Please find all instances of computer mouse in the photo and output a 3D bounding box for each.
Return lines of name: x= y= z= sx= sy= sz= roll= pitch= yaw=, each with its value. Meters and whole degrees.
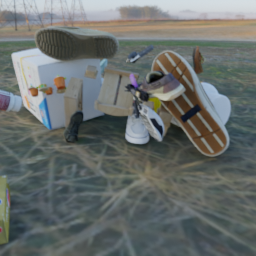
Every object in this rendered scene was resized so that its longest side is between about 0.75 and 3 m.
computer mouse: x=0.489 y=-0.351 z=6.659 sx=0.341 sy=1.555 sz=0.853 roll=-38 pitch=30 yaw=-13

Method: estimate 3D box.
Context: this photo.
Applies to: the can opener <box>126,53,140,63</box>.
can opener: x=0.220 y=-3.172 z=12.436 sx=0.375 sy=0.470 sz=1.406 roll=1 pitch=-2 yaw=-11

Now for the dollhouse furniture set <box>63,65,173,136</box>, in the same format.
dollhouse furniture set: x=-0.231 y=-0.685 z=7.984 sx=2.837 sy=1.256 sz=1.471 roll=10 pitch=50 yaw=-2

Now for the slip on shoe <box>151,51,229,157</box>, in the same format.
slip on shoe: x=1.555 y=-0.612 z=7.004 sx=1.079 sy=2.838 sz=0.860 roll=-37 pitch=-11 yaw=19

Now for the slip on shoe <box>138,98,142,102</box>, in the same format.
slip on shoe: x=1.276 y=-1.246 z=10.771 sx=0.907 sy=0.723 sz=2.385 roll=-15 pitch=26 yaw=-33

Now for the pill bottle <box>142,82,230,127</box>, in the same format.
pill bottle: x=1.713 y=-0.782 z=8.592 sx=1.462 sy=1.462 sz=2.676 roll=-13 pitch=26 yaw=-30

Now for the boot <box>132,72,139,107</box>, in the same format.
boot: x=0.001 y=-1.230 z=9.983 sx=0.557 sy=1.401 sz=1.610 roll=-22 pitch=-4 yaw=41

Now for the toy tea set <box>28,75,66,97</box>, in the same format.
toy tea set: x=-2.123 y=-1.128 z=7.432 sx=1.026 sy=0.380 sz=0.610 roll=-12 pitch=-12 yaw=-24

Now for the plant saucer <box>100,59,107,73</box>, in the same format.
plant saucer: x=-1.609 y=-2.862 z=14.393 sx=1.797 sy=0.346 sz=1.797 roll=-41 pitch=19 yaw=17

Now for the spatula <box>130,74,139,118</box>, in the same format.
spatula: x=0.166 y=-0.743 z=6.643 sx=0.107 sy=1.043 sz=0.295 roll=-6 pitch=0 yaw=-17

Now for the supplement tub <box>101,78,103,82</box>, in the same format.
supplement tub: x=-1.134 y=-1.427 z=10.470 sx=0.882 sy=0.882 sz=1.213 roll=-17 pitch=21 yaw=-37

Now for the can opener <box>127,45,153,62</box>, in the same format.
can opener: x=0.445 y=-2.785 z=10.342 sx=1.006 sy=0.336 sz=0.268 roll=-31 pitch=26 yaw=19

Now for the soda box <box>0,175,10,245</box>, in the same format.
soda box: x=-2.225 y=1.337 z=4.652 sx=0.432 sy=0.457 sz=1.349 roll=-7 pitch=22 yaw=-18

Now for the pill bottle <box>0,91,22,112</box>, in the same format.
pill bottle: x=-2.831 y=-0.610 z=6.252 sx=0.784 sy=0.430 sz=0.430 roll=13 pitch=9 yaw=-40

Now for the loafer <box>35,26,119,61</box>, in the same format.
loafer: x=-1.388 y=-2.338 z=7.792 sx=2.333 sy=0.883 sz=0.797 roll=8 pitch=27 yaw=2

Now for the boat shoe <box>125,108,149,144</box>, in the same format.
boat shoe: x=0.221 y=-0.111 z=8.097 sx=0.670 sy=0.595 sz=1.820 roll=-3 pitch=22 yaw=-6

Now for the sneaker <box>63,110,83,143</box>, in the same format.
sneaker: x=-1.422 y=0.024 z=7.480 sx=0.376 sy=0.985 sz=0.564 roll=15 pitch=32 yaw=-34

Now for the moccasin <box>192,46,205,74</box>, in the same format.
moccasin: x=1.845 y=-1.750 z=7.276 sx=0.319 sy=0.826 sz=0.302 roll=-5 pitch=44 yaw=14

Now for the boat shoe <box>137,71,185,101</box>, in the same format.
boat shoe: x=0.613 y=-0.974 z=6.140 sx=0.619 sy=0.558 sz=1.722 roll=-31 pitch=20 yaw=-11

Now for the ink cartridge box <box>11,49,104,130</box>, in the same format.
ink cartridge box: x=-2.394 y=-1.517 z=9.469 sx=1.997 sy=2.032 sz=2.761 roll=-20 pitch=30 yaw=-29
